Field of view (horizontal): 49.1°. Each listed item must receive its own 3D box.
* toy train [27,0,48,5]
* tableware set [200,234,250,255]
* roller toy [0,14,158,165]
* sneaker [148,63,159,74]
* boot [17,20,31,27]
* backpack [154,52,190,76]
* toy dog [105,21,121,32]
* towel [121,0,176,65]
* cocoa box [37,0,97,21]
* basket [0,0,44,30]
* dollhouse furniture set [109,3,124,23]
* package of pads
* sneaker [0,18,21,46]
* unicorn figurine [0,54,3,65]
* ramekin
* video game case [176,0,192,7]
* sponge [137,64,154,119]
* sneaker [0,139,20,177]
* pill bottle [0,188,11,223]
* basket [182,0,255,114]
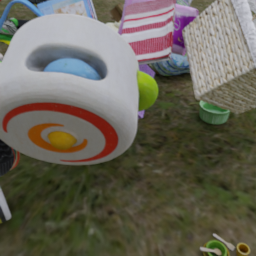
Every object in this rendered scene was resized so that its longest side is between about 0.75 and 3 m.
[{"bbox_3d":[-3.286,-4.507,9.931,0.344,0.257,1.504,13,22,5],"label":"toy train"},{"bbox_3d":[1.723,2.727,5.180,1.128,0.257,1.675,28,43,33],"label":"tableware set"},{"bbox_3d":[-0.907,-0.395,4.228,2.293,2.092,1.603,-19,51,30],"label":"roller toy"},{"bbox_3d":[1.198,-2.826,12.885,0.553,0.413,1.233,-11,41,22],"label":"sneaker"},{"bbox_3d":[-3.805,-3.315,9.963,1.718,1.416,0.564,-20,72,-30],"label":"boot"},{"bbox_3d":[2.162,-3.176,12.151,2.287,1.866,1.758,-18,9,-10],"label":"backpack"},{"bbox_3d":[-0.532,-4.164,13.526,2.276,1.638,2.347,14,45,-17],"label":"toy dog"},{"bbox_3d":[0.413,-2.245,6.439,1.297,0.205,1.801,-4,65,25],"label":"towel"},{"bbox_3d":[-1.626,-3.055,7.727,1.339,0.893,0.879,-14,6,9],"label":"cocoa box"},{"bbox_3d":[-1.820,-1.171,6.084,2.476,2.183,1.722,34,28,-19],"label":"basket"},{"bbox_3d":[-0.540,-3.707,9.233,1.830,2.245,2.135,-38,19,1],"label":"dollhouse furniture set"},{"bbox_3d":[0.796,-2.890,7.862,2.088,1.258,0.790,19,23,12],"label":"package of pads"},{"bbox_3d":[-3.787,-3.037,8.462,1.955,0.833,0.763,15,29,-28],"label":"sneaker"},{"bbox_3d":[-2.529,-1.304,6.769,1.571,0.845,2.287,26,2,6],"label":"unicorn figurine"},{"bbox_3d":[2.943,-0.570,9.565,1.047,0.511,1.047,0,36,0],"label":"ramekin"},{"bbox_3d":[1.629,-4.122,9.052,0.865,0.786,0.101,29,-9,-27],"label":"video game case"},{"bbox_3d":[0.187,-1.075,6.998,0.235,0.880,1.577,-15,46,41],"label":"sponge"},{"bbox_3d":[-2.694,-0.274,4.966,0.873,2.479,1.159,-30,0,-8],"label":"sneaker"},{"bbox_3d":[-3.446,1.824,5.847,1.673,0.956,0.956,-20,40,-26],"label":"pill bottle"},{"bbox_3d":[2.639,-1.709,6.642,2.141,1.738,2.161,11,64,-39],"label":"basket"}]
